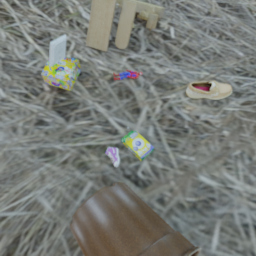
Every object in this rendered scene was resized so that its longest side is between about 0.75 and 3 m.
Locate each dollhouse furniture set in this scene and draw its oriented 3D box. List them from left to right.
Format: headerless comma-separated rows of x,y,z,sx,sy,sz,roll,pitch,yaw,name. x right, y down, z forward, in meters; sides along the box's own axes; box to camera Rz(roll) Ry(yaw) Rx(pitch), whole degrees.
-0.056,-4.552,12.533,2.499,2.141,2.628,20,27,11,dollhouse furniture set

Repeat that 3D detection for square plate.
-2.494,-2.747,10.038,0.138,0.958,0.967,24,40,11,square plate

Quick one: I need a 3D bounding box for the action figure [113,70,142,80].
-0.002,-2.127,11.239,1.151,0.297,0.377,-5,57,-6,action figure

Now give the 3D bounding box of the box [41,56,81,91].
-2.591,-2.185,10.922,1.122,0.684,1.080,17,67,5,box

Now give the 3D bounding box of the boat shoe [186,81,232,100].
3.128,-1.483,10.651,1.765,0.610,0.651,-4,60,-2,boat shoe

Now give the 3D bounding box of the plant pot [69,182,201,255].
-0.001,2.935,7.111,2.595,2.595,2.569,-34,58,-18,plant pot

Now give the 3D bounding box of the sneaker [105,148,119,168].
-0.539,0.950,9.108,0.440,0.280,0.773,14,36,-22,sneaker

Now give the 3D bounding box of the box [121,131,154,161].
0.303,0.560,9.673,0.629,0.259,1.071,-39,65,-21,box
